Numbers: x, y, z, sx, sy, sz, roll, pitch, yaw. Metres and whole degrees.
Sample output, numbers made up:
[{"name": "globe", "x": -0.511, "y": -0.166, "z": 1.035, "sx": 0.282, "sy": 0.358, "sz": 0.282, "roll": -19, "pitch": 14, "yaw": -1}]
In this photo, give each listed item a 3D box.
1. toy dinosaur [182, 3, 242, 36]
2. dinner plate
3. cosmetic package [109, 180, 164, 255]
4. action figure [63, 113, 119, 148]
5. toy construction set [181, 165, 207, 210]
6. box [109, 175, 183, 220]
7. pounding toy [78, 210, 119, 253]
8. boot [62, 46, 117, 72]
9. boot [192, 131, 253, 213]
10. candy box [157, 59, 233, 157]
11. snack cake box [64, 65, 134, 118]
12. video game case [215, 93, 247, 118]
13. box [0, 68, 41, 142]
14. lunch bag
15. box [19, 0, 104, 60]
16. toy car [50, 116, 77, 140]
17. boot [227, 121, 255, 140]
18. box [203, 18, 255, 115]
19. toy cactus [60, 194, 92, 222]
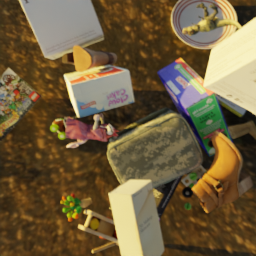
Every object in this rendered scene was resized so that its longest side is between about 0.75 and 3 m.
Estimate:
[{"name": "toy dinosaur", "x": 2.180, "y": -2.892, "z": 7.445, "sx": 0.432, "sy": 1.819, "sz": 0.802, "roll": -43, "pitch": 123, "yaw": -23}, {"name": "dinner plate", "x": 2.840, "y": -4.024, "z": 10.586, "sx": 2.452, "sy": 0.297, "sz": 2.452, "roll": 0, "pitch": 75, "yaw": 0}, {"name": "cosmetic package", "x": 0.187, "y": 1.876, "z": 5.517, "sx": 0.559, "sy": 0.791, "sz": 1.529, "roll": -6, "pitch": 99, "yaw": 35}, {"name": "action figure", "x": -0.961, "y": 0.137, "z": 7.250, "sx": 1.468, "sy": 0.984, "sz": 1.093, "roll": 10, "pitch": 94, "yaw": 17}, {"name": "toy construction set", "x": 2.294, "y": 1.498, "z": 8.020, "sx": 1.755, "sy": 1.349, "sz": 1.464, "roll": -16, "pitch": 79, "yaw": 12}, {"name": "box", "x": 0.624, "y": 1.710, "z": 8.246, "sx": 1.597, "sy": 0.403, "sz": 2.233, "roll": 8, "pitch": 56, "yaw": 47}, {"name": "pounding toy", "x": -0.605, "y": 3.068, "z": 7.804, "sx": 1.815, "sy": 1.038, "sz": 1.041, "roll": 36, "pitch": 65, "yaw": -33}, {"name": "boot", "x": -0.973, "y": -2.052, "z": 8.305, "sx": 1.459, "sy": 1.996, "sz": 0.701, "roll": -9, "pitch": 111, "yaw": -35}, {"name": "boot", "x": 2.143, "y": 1.127, "z": 6.987, "sx": 1.404, "sy": 0.693, "sz": 1.808, "roll": -30, "pitch": 107, "yaw": -4}, {"name": "candy box", "x": 1.977, "y": -0.591, "z": 8.226, "sx": 0.898, "sy": 2.330, "sz": 1.970, "roll": -33, "pitch": 43, "yaw": 8}, {"name": "snack cake box", "x": -0.994, "y": -1.233, "z": 8.496, "sx": 1.589, "sy": 2.762, "sz": 0.928, "roll": -15, "pitch": 109, "yaw": -11}, {"name": "video game case", "x": 3.795, "y": -1.569, "z": 9.969, "sx": 1.693, "sy": 0.239, "sz": 1.874, "roll": 35, "pitch": 78, "yaw": 9}, {"name": "box", "x": -4.100, "y": -0.763, "z": 9.292, "sx": 1.387, "sy": 0.383, "sz": 2.031, "roll": 42, "pitch": 74, "yaw": -20}, {"name": "lunch bag", "x": 0.610, "y": 0.540, "z": 7.810, "sx": 2.352, "sy": 1.973, "sz": 1.639, "roll": -28, "pitch": 99, "yaw": 5}, {"name": "box", "x": -2.048, "y": -3.476, "z": 8.944, "sx": 1.990, "sy": 1.308, "sz": 2.001, "roll": -22, "pitch": 101, "yaw": 0}, {"name": "toy car", "x": -1.756, "y": -0.145, "z": 8.160, "sx": 0.782, "sy": 0.643, "sz": 0.617, "roll": -42, "pitch": 99, "yaw": 19}, {"name": "boot", "x": 3.929, "y": 0.207, "z": 9.496, "sx": 0.886, "sy": 0.293, "sz": 0.776, "roll": -18, "pitch": 63, "yaw": -6}, {"name": "box", "x": 2.648, "y": -1.163, "z": 5.550, "sx": 1.553, "sy": 1.561, "sz": 1.020, "roll": 24, "pitch": 69, "yaw": -16}, {"name": "toy cactus", "x": -1.435, "y": 2.172, "z": 7.859, "sx": 0.817, "sy": 0.990, "sz": 0.506, "roll": -17, "pitch": 32, "yaw": -17}]
